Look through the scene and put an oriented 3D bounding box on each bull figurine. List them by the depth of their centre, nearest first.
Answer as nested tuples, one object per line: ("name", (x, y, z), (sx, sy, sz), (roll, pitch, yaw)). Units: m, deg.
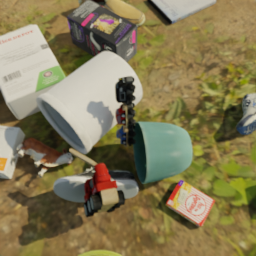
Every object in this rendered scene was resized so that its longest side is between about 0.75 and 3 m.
("bull figurine", (-2.631, 0.894, 8.659), (1.827, 0.595, 1.109), (22, 33, 18))

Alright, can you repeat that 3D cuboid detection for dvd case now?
("dvd case", (2.339, -5.602, 12.286), (2.506, 0.220, 1.788), (-30, 67, -14))

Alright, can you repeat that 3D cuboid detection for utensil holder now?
("utensil holder", (-1.134, -0.833, 8.796), (2.190, 2.190, 2.577), (39, 67, 18))

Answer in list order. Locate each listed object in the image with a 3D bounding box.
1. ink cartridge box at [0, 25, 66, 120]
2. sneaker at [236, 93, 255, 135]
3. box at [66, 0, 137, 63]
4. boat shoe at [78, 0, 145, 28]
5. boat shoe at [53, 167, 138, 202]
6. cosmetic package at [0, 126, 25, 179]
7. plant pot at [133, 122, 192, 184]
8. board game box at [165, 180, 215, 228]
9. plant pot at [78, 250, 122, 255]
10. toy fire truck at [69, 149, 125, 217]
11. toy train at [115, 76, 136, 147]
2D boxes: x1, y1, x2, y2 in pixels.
("ink cartridge box", (-3.560, -2.030, 9.900), (2.057, 1.188, 2.817), (-25, 66, -12))
("sneaker", (4.217, -0.621, 9.496), (2.254, 0.868, 0.960), (-37, 58, -25))
("box", (-0.932, -3.460, 10.490), (2.368, 1.447, 1.256), (35, 68, 17))
("boat shoe", (-0.719, -4.919, 11.434), (2.897, 1.103, 1.038), (15, 64, 8))
("boat shoe", (-0.919, 1.548, 8.134), (2.400, 0.886, 0.820), (-1, 36, -12))
("cosmetic package", (-3.923, 0.757, 8.838), (0.788, 0.554, 1.554), (5, 62, 3))
("plant pot", (1.019, 0.671, 8.273), (1.442, 1.796, 1.796), (-4, 63, -10))
("board game box", (1.821, 2.212, 8.248), (1.158, 0.268, 0.877), (30, 67, 14))
("plant pot", (-0.650, 4.106, 5.850), (2.739, 2.518, 2.739), (2, 69, -4))
("toy fire truck", (-0.876, 1.319, 7.022), (1.027, 1.404, 1.596), (-6, 67, -21))
("toy train", (-0.085, -0.343, 7.875), (0.589, 2.572, 0.439), (-4, 46, -2))
